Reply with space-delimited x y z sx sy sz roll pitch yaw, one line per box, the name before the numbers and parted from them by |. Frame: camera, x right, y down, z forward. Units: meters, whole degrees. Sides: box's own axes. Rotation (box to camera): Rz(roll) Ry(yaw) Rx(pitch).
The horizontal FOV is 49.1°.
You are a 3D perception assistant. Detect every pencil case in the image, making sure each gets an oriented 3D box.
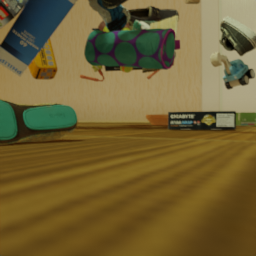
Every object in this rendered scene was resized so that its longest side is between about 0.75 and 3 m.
pencil case | 0.047 -2.153 7.586 2.474 1.053 1.143 10 25 28

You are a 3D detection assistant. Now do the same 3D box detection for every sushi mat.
sushi mat | 0.960 -2.482 8.244 0.982 2.053 0.124 -9 -35 29

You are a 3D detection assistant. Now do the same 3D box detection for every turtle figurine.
turtle figurine | -0.354 -2.545 9.097 2.762 2.227 0.889 -12 -28 -10

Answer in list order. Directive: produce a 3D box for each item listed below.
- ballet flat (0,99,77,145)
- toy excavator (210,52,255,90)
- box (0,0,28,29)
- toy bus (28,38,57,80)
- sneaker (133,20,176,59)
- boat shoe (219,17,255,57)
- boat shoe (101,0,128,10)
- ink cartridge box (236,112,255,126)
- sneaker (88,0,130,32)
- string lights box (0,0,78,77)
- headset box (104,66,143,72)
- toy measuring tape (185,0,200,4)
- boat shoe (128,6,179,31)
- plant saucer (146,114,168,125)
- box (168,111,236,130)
ballet flat | -1.100 -0.027 2.659 1.303 0.460 0.460 -2 3 -45
toy excavator | 3.725 -2.198 10.249 1.579 1.624 0.811 -40 17 -34
box | -3.228 -2.742 6.866 1.427 0.450 2.592 -33 33 12
toy bus | -3.182 -2.844 9.794 0.893 2.281 0.742 -6 -22 -31
sneaker | 1.116 -3.173 9.838 1.042 2.285 0.886 -20 -35 -22
boat shoe | 3.765 -3.308 10.164 0.862 0.957 2.707 -40 23 19
boat shoe | 0.172 -3.593 6.613 2.063 0.741 0.698 -39 -13 -7
ink cartridge box | 4.682 -0.358 11.367 0.961 0.549 1.851 0 2 -16
sneaker | -0.655 -3.631 8.171 0.832 0.961 2.219 -37 -19 9
string lights box | -2.132 -2.748 6.939 0.842 1.467 2.855 35 -56 -25
headset box | 0.067 -3.381 11.258 2.038 2.739 1.058 -2 -37 3
toy measuring tape | 1.225 -3.024 4.173 0.792 0.792 2.153 0 -38 -15
boat shoe | 0.851 -4.237 10.678 2.264 0.814 0.734 -6 -30 0
plant saucer | 2.133 -0.366 12.889 2.649 0.496 2.649 -1 1 0
box | 1.773 -0.178 6.890 1.443 0.417 1.815 0 2 14
